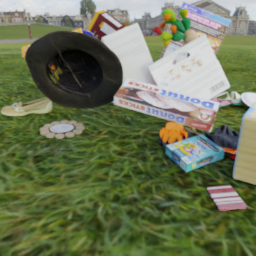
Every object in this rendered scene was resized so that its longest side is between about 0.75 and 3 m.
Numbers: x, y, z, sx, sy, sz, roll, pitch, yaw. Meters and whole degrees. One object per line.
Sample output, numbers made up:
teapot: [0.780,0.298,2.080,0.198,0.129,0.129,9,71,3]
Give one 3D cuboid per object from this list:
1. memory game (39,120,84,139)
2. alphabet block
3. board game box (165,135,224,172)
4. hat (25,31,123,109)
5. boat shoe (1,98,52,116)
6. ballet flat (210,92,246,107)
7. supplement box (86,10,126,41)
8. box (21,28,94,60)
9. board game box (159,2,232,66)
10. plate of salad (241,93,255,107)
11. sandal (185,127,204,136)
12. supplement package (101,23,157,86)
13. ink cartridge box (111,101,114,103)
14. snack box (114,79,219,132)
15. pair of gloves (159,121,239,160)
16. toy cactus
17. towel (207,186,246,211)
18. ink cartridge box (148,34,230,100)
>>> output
memory game: [-2.617,0.055,11.130,1.773,0.113,1.773,0,22,0]
alphabet block: [4.166,0.487,7.596,1.956,1.921,1.910,14,27,30]
board game box: [2.067,0.752,8.742,1.431,0.336,1.080,-15,33,-23]
hat: [-1.425,-1.838,8.267,2.916,2.916,1.176,5,47,13]
boat shoe: [-4.699,-1.004,12.988,2.238,0.704,0.816,-5,22,-12]
ballet flat: [4.997,-1.404,13.886,2.093,0.745,0.724,-5,6,-13]
supplement box: [-1.110,-4.590,13.636,1.550,1.529,1.029,36,31,-4]
box: [-2.663,-3.028,11.574,2.840,1.690,0.589,-16,65,4]
board game box: [2.792,-3.611,12.008,2.086,2.617,1.267,25,16,6]
plate of salad: [6.329,-1.176,13.656,1.738,0.418,1.738,8,37,-6]
sandal: [2.541,0.126,10.620,0.838,0.226,0.337,27,8,40]
supplement package: [0.074,-2.026,8.859,1.188,2.033,1.192,-23,12,-3]
ink cartridge box: [-1.098,-1.771,15.087,1.753,0.592,1.021,2,22,0]
snack box: [0.970,-0.627,7.229,2.558,0.311,0.919,17,45,14]
pair of gloves: [2.571,0.321,10.138,2.914,0.360,2.596,6,22,12]
toy cactus: [1.795,-3.375,9.843,1.765,1.094,2.139,40,42,-6]
towel: [2.405,1.728,6.930,0.664,0.105,0.921,-3,20,-3]
ink cartridge box: [1.789,-1.504,8.454,2.069,1.796,0.451,-31,11,-6]
